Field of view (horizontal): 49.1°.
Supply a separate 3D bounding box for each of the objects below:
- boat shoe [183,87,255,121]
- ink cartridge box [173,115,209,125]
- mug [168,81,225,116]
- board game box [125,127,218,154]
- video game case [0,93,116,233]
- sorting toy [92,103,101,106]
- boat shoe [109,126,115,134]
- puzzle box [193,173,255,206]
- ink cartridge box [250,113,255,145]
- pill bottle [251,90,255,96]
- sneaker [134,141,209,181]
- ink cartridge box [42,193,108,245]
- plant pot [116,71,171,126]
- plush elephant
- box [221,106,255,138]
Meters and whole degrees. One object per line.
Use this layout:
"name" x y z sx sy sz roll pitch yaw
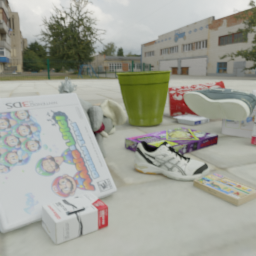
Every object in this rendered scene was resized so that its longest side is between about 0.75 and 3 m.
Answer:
"boat shoe" 3.087 -0.906 9.613 0.861 1.014 2.785 -37 28 -20
"ink cartridge box" 2.740 -0.349 12.220 1.128 0.249 1.148 -11 15 -41
"mug" 3.213 -1.337 13.246 2.555 1.704 2.268 -2 1 7
"board game box" 1.367 0.416 8.621 2.586 0.418 1.552 -10 20 -37
"video game case" -1.505 0.416 5.098 2.090 2.296 0.272 -10 -23 -39
"sorting toy" -1.361 -1.358 16.819 1.242 0.226 1.149 2 12 29
"boat shoe" -1.718 -0.145 9.663 2.781 0.922 1.039 -8 19 -25
"puzzle box" 1.946 1.201 5.597 0.716 0.137 1.077 -8 15 -34
"ink cartridge box" 4.284 0.000 8.555 0.811 1.117 0.466 11 9 37
"pill bottle" 7.385 -1.290 13.893 2.324 1.322 1.322 5 14 16
"sneaker" 0.965 0.705 6.396 1.748 0.766 0.661 6 12 17
"ink cartridge box" -0.830 1.368 4.349 0.866 0.363 0.625 -9 15 -34
"plant pot" 0.693 -1.249 11.722 2.246 2.163 2.246 -3 13 1
"plush elephant" -1.089 0.025 7.353 1.916 2.326 1.801 -23 -34 32
"box" 4.837 -0.370 9.789 2.625 1.331 1.477 10 17 37
